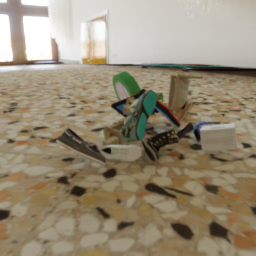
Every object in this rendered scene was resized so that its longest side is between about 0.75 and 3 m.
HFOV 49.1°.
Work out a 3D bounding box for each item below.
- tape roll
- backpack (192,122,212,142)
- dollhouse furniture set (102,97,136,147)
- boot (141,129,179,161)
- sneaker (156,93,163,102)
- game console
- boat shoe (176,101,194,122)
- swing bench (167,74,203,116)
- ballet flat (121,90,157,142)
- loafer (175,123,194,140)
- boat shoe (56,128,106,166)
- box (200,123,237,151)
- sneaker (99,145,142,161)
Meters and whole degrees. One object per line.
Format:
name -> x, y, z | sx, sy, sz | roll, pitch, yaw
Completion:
tape roll -> 0.034, -1.821, 15.491 | 0.620, 2.581, 2.581 | -30, 27, -16
backpack -> 3.301, 0.058, 12.412 | 0.887, 0.654, 0.972 | -7, 42, -9
dollhouse furniture set -> -0.533, -0.241, 11.684 | 1.119, 1.780, 2.013 | 20, 30, 37
boot -> 1.263, 0.597, 10.607 | 1.332, 0.647, 1.769 | -22, 12, -3
sneaker -> 1.768, -2.134, 19.642 | 1.462, 0.623, 0.570 | -7, 19, -19
game console -> 0.932, -0.570, 13.452 | 2.399, 1.652, 2.784 | 43, 5, 26
boat shoe -> 2.752, -0.875, 14.182 | 0.493, 1.296, 0.464 | 17, 31, -22
swing bench -> 2.971, -1.851, 15.653 | 1.407, 2.156, 2.168 | 3, 8, -10
ballet flat -> 0.356, -0.527, 10.359 | 0.932, 0.932, 2.510 | 7, 45, 20
loafer -> 2.282, 0.157, 11.792 | 1.072, 0.338, 0.385 | -33, 24, -9
boat shoe -> -1.680, 0.599, 10.139 | 2.643, 0.753, 0.884 | 18, -13, 42
box -> 3.576, 0.353, 11.032 | 1.295, 0.851, 1.301 | -5, 6, 21
sneaker -> -0.300, 0.904, 10.179 | 1.627, 0.572, 0.652 | -1, -12, 13
